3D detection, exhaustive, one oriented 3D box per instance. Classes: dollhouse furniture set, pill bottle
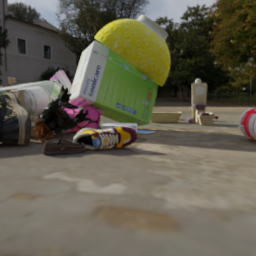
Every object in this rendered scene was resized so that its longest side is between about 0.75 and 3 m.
[{"bbox_3d":[-3.345,-0.602,7.979,0.812,1.664,1.419,-13,14,-38],"label":"dollhouse furniture set"},{"bbox_3d":[3.379,-0.053,6.847,0.847,0.847,1.508,0,6,1],"label":"pill bottle"},{"bbox_3d":[2.290,-1.240,12.898,2.916,2.069,2.310,1,5,7],"label":"dollhouse furniture set"}]

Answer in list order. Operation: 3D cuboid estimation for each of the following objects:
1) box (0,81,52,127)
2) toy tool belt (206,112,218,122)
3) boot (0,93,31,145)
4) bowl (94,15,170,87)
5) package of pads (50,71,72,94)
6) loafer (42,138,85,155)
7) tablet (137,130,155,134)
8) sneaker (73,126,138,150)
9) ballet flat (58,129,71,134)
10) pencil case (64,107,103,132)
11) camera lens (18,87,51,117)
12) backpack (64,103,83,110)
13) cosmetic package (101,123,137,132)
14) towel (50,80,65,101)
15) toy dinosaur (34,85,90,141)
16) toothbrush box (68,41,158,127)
[{"bbox_3d":[-3.932,-0.958,11.101,1.777,1.530,1.786,0,16,30],"label":"box"},{"bbox_3d":[4.249,-0.583,14.450,0.804,0.502,0.494,3,15,21],"label":"toy tool belt"},{"bbox_3d":[-3.732,-0.216,6.810,2.096,1.019,2.784,-5,23,-35],"label":"boot"},{"bbox_3d":[0.467,-2.938,9.864,2.952,1.588,2.952,35,12,-8],"label":"bowl"},{"bbox_3d":[-2.666,-1.687,11.524,0.454,1.199,0.723,-34,7,-37],"label":"package of pads"},{"bbox_3d":[-1.240,0.352,5.479,0.838,0.297,0.306,-3,6,-29],"label":"loafer"},{"bbox_3d":[0.421,0.132,9.123,0.530,0.056,0.815,-5,7,-41],"label":"tablet"},{"bbox_3d":[-0.481,0.258,5.904,1.349,0.506,0.608,-5,13,10],"label":"sneaker"},{"bbox_3d":[-2.430,-0.044,8.993,1.565,0.541,0.557,6,26,43],"label":"ballet flat"},{"bbox_3d":[-1.867,-0.338,9.498,2.142,0.972,1.003,8,46,41],"label":"pencil case"},{"bbox_3d":[-3.248,-0.848,9.319,0.956,0.956,1.195,3,13,32],"label":"camera lens"},{"bbox_3d":[-2.003,-0.664,11.221,1.404,1.082,1.337,-31,17,20],"label":"backpack"},{"bbox_3d":[-0.219,0.041,7.915,0.935,0.320,1.240,3,4,2],"label":"cosmetic package"},{"bbox_3d":[-2.680,-1.110,10.404,0.172,1.120,0.835,2,-18,20],"label":"towel"},{"bbox_3d":[-2.023,-0.175,7.817,1.547,1.165,2.280,-32,40,13],"label":"toy dinosaur"},{"bbox_3d":[-0.430,-1.394,9.744,2.722,1.982,1.172,21,-17,-27],"label":"toothbrush box"}]
